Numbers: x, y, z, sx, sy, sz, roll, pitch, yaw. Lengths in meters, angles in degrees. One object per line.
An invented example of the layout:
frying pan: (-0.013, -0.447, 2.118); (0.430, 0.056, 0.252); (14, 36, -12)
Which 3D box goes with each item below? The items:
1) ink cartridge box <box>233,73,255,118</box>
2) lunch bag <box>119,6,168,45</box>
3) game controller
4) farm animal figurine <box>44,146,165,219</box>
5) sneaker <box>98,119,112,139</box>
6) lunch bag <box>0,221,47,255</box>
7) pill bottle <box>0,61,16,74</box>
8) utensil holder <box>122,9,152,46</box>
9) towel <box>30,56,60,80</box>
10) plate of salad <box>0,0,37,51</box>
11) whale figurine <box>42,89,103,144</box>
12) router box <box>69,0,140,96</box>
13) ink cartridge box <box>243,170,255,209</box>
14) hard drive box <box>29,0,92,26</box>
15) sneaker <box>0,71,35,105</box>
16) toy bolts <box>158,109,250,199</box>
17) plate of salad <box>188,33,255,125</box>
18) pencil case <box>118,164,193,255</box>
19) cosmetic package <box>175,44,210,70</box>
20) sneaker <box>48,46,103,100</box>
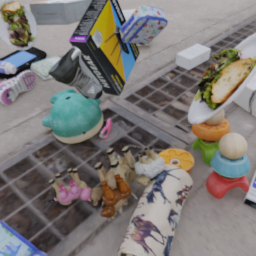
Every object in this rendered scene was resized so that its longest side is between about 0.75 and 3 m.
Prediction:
ink cartridge box: (5.410, -1.317, 11.090); (1.846, 1.042, 2.515); (-18, 44, -20)
lunch bag: (0.391, -2.896, 8.078); (1.092, 1.363, 0.515); (-7, 76, -31)
game controller: (-5.351, -3.207, 13.625); (1.516, 0.612, 2.905); (18, 44, 24)
farm animal figurine: (-0.548, 1.544, 7.421); (2.533, 1.321, 2.506); (-1, 27, 44)
sneaker: (-0.931, 0.024, 10.085); (0.500, 0.414, 1.048); (3, 33, 14)
lunch bag: (-2.446, 3.258, 5.653); (2.041, 1.300, 1.735); (33, 51, 14)
pill bottle: (-5.513, -2.679, 12.468); (0.927, 0.520, 0.520); (13, 41, 2)
utensil holder: (0.035, -5.371, 15.179); (2.329, 1.979, 1.979); (-8, 41, -5)
towel: (-3.688, -2.886, 13.469); (1.599, 0.385, 1.368); (-29, 51, -30)
plate of salad: (-3.500, -3.305, 8.954); (0.382, 1.592, 1.592); (-1, 35, 33)
whale figurine: (-2.074, -0.740, 9.989); (2.262, 1.475, 2.843); (-24, 43, -12)
router box: (-0.604, -2.543, 8.880); (0.669, 2.619, 1.954); (13, 68, 27)
ink cartridge box: (4.158, 1.621, 8.176); (0.999, 0.394, 2.008); (23, 47, 25)
hard drive box: (-2.530, -4.565, 10.947); (1.576, 0.777, 2.023); (7, 30, 20)
sneaker: (-4.873, -1.812, 11.896); (0.948, 0.863, 2.145); (12, 42, 25)
toy bolts: (2.206, 0.591, 8.024); (2.484, 1.803, 2.600); (-14, 34, -14)
plate of salad: (2.353, -1.330, 7.133); (0.685, 2.850, 2.850); (34, 43, -7)
pencil case: (0.791, 2.186, 6.959); (1.133, 1.302, 2.912); (-10, 31, 34)
cosmetic package: (3.268, -3.584, 14.085); (1.701, 0.606, 0.863); (-30, 49, -31)
sneaker: (-1.017, -1.110, 6.273); (0.808, 1.244, 2.154); (-43, 18, 7)
